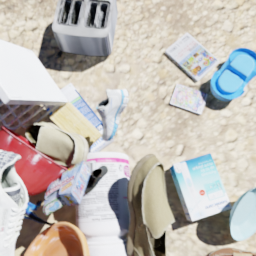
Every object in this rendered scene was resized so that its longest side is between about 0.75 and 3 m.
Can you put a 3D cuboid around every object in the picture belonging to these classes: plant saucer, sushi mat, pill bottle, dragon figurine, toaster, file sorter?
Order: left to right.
[{"bbox_3d":[-3.492,-1.037,7.681,1.837,2.951,2.048,-36,86,13],"label":"file sorter"},{"bbox_3d":[-2.914,2.122,7.397,2.107,1.047,0.620,34,103,31],"label":"dragon figurine"},{"bbox_3d":[-1.789,3.605,6.679,2.574,0.482,2.574,-26,44,28],"label":"plant saucer"},{"bbox_3d":[-1.642,-0.062,8.730,0.804,0.102,1.680,-44,77,-8],"label":"sushi mat"},{"bbox_3d":[-1.502,-3.607,9.890,2.016,1.323,2.230,7,74,3],"label":"toaster"},{"bbox_3d":[-0.689,2.213,7.989,1.596,1.596,2.816,-3,73,-1],"label":"pill bottle"},{"bbox_3d":[3.469,2.430,8.186,1.768,1.768,0.340,-44,35,-12],"label":"plant saucer"}]

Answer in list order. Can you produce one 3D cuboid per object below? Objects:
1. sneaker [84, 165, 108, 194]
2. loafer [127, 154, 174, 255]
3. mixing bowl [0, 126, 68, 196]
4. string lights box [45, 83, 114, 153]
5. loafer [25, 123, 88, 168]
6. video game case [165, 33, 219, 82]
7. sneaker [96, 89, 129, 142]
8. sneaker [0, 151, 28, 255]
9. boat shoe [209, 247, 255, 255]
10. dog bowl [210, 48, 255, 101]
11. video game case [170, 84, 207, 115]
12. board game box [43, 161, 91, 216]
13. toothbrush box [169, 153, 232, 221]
[{"bbox_3d":[-0.929,1.315,7.125,0.345,0.490,0.923,42,96,13],"label":"sneaker"},{"bbox_3d":[0.640,2.093,7.001,1.007,1.135,2.985,13,111,34],"label":"loafer"},{"bbox_3d":[-2.742,1.022,7.422,2.167,2.167,1.173,32,80,9],"label":"mixing bowl"},{"bbox_3d":[-1.637,-0.187,9.184,1.198,0.688,2.332,-37,77,-10],"label":"string lights box"},{"bbox_3d":[-2.106,0.477,7.923,2.630,0.898,0.995,18,98,44],"label":"loafer"},{"bbox_3d":[2.322,-2.582,10.196,1.173,0.148,1.639,-41,77,-12],"label":"video game case"},{"bbox_3d":[-0.551,-0.348,7.268,0.684,1.578,0.592,7,30,-23],"label":"sneaker"},{"bbox_3d":[-2.670,1.853,5.825,1.129,1.072,2.806,-3,103,2],"label":"sneaker"},{"bbox_3d":[3.281,3.818,7.963,1.997,0.717,0.756,-1,73,0],"label":"boat shoe"},{"bbox_3d":[3.704,-1.808,9.763,1.196,0.532,2.145,38,77,11],"label":"dog bowl"},{"bbox_3d":[2.104,-0.998,9.741,1.130,0.102,0.809,20,74,6],"label":"video game case"},{"bbox_3d":[-1.463,1.453,6.521,1.223,1.222,0.377,-31,110,2],"label":"board game box"},{"bbox_3d":[2.159,1.808,8.563,1.267,0.738,1.731,-15,75,-4],"label":"toothbrush box"}]
